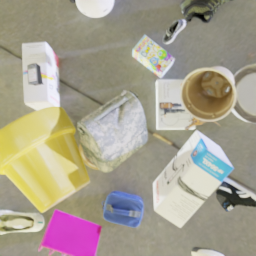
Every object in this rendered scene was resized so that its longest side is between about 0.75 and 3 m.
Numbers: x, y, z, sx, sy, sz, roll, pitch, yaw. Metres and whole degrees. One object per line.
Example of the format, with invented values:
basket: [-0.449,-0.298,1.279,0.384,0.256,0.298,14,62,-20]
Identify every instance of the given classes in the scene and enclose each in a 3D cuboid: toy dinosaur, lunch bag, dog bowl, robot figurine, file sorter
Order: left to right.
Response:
file sorter: [-1.550,2.953,7.400,1.346,0.844,0.935,25,47,-12]
robot figurine: [-1.403,-6.054,11.834,1.673,2.014,2.681,4,81,-35]
lunch bag: [-0.477,0.013,8.774,2.148,1.801,1.496,-35,55,-23]
lunch bag: [-0.232,3.165,11.036,1.652,1.093,1.122,12,83,1]
toy dinosaur: [2.630,-0.248,10.177,1.266,0.672,0.382,-13,48,29]
dog bowl: [5.338,-1.361,11.733,2.522,0.739,2.522,0,84,-1]

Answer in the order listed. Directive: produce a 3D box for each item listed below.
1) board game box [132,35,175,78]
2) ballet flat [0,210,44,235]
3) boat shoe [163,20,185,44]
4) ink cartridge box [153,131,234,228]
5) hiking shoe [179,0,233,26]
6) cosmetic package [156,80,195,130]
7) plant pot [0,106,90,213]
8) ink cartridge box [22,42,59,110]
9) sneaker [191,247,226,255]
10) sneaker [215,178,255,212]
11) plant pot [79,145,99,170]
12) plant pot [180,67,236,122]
board game box: [1.048,-2.993,11.869,1.597,0.837,0.822,39,85,5]
ballet flat: [-4.782,3.736,11.046,2.806,0.974,0.974,-2,84,0]
boat shoe: [1.599,-3.545,10.348,0.401,1.182,0.424,-12,75,-37]
ink cartridge box: [1.926,1.577,8.963,1.068,1.849,2.533,35,105,-6]
hiking shoe: [3.546,-5.209,12.188,2.454,0.929,1.236,-12,93,7]
cosmetic package: [1.986,-0.975,11.802,1.570,0.538,2.082,0,83,-3]
plant pot: [-2.578,1.094,8.756,2.695,2.695,2.535,-32,83,-3]
ink cartridge box: [-3.473,-2.004,11.307,1.006,1.734,2.350,-5,84,0]
sneaker: [2.985,4.782,9.062,2.379,0.837,1.112,34,61,-13]
sneaker: [3.124,2.102,7.837,0.546,1.495,0.836,32,91,-35]
plant pot: [-1.197,0.894,11.734,1.727,0.237,1.727,0,84,1]
plant pot: [2.852,-1.335,9.514,1.774,1.624,1.774,13,120,24]
